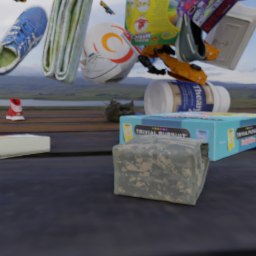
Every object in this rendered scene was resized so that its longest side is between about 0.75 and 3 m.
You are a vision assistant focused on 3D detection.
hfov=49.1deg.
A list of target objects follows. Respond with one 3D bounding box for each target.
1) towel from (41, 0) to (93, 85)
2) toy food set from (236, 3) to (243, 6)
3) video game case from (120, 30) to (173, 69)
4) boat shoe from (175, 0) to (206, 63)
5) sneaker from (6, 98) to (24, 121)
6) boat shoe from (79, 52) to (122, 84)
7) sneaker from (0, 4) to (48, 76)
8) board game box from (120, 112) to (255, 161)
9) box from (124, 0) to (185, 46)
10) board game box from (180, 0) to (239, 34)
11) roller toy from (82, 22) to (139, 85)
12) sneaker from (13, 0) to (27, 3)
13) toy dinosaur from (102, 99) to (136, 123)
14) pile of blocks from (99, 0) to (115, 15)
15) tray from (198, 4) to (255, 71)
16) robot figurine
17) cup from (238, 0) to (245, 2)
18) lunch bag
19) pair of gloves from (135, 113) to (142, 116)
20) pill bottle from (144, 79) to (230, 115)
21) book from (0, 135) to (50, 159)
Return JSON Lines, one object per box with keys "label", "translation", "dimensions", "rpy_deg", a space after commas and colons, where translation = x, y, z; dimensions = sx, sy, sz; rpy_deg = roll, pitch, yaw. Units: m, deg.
{"label": "towel", "translation": [-1.469, -2.370, 6.992], "dimensions": [0.703, 2.500, 2.920], "rpy_deg": [14, 6, -8]}
{"label": "toy food set", "translation": [3.935, -4.008, 10.827], "dimensions": [0.359, 1.460, 1.475], "rpy_deg": [-38, 27, -33]}
{"label": "video game case", "translation": [1.064, -3.611, 10.518], "dimensions": [2.320, 1.659, 0.202], "rpy_deg": [-45, 19, -7]}
{"label": "boat shoe", "translation": [1.785, -3.022, 7.428], "dimensions": [0.926, 2.543, 0.786], "rpy_deg": [-11, 20, -32]}
{"label": "sneaker", "translation": [-5.150, -0.858, 12.816], "dimensions": [0.679, 1.002, 1.734], "rpy_deg": [-4, 7, -38]}
{"label": "boat shoe", "translation": [-1.095, -2.133, 9.606], "dimensions": [0.911, 0.897, 2.570], "rpy_deg": [-34, 24, -15]}
{"label": "sneaker", "translation": [-3.398, -2.712, 8.899], "dimensions": [1.016, 2.682, 1.033], "rpy_deg": [33, 1, -29]}
{"label": "board game box", "translation": [1.464, 0.034, 5.725], "dimensions": [2.002, 0.622, 2.653], "rpy_deg": [5, 8, 43]}
{"label": "box", "translation": [0.695, -3.258, 6.767], "dimensions": [1.442, 2.458, 0.595], "rpy_deg": [-9, 33, -21]}
{"label": "board game box", "translation": [1.923, -2.810, 5.216], "dimensions": [0.326, 2.018, 1.211], "rpy_deg": [31, 26, -25]}
{"label": "roller toy", "translation": [-0.878, -3.308, 12.624], "dimensions": [2.649, 2.416, 1.851], "rpy_deg": [41, -21, -1]}
{"label": "sneaker", "translation": [-2.678, -3.130, 6.532], "dimensions": [0.329, 0.312, 0.802], "rpy_deg": [45, 26, 9]}
{"label": "toy dinosaur", "translation": [-0.436, -0.594, 11.516], "dimensions": [1.455, 1.095, 2.846], "rpy_deg": [-13, 11, 6]}
{"label": "pile of blocks", "translation": [-0.827, -4.542, 10.711], "dimensions": [0.775, 0.241, 0.318], "rpy_deg": [36, 18, -31]}
{"label": "tray", "translation": [3.096, -2.733, 8.849], "dimensions": [1.330, 0.275, 2.478], "rpy_deg": [18, -29, 10]}
{"label": "robot figurine", "translation": [1.477, -2.302, 8.692], "dimensions": [2.430, 1.761, 0.707], "rpy_deg": [22, 10, -7]}
{"label": "cup", "translation": [2.756, -3.496, 6.379], "dimensions": [0.938, 1.311, 1.311], "rpy_deg": [26, 18, 28]}
{"label": "lunch bag", "translation": [0.384, 0.348, 2.868], "dimensions": [0.787, 0.564, 0.960], "rpy_deg": [2, 11, 23]}
{"label": "pair of gloves", "translation": [-0.122, -0.756, 15.914], "dimensions": [1.835, 0.209, 1.476], "rpy_deg": [1, 5, 5]}
{"label": "pill bottle", "translation": [2.220, -0.943, 10.322], "dimensions": [2.961, 1.643, 1.643], "rpy_deg": [-3, 6, -26]}
{"label": "book", "translation": [-2.285, 0.281, 4.698], "dimensions": [1.576, 0.379, 1.053], "rpy_deg": [-4, 5, -42]}
